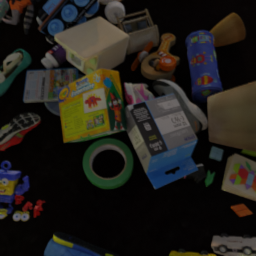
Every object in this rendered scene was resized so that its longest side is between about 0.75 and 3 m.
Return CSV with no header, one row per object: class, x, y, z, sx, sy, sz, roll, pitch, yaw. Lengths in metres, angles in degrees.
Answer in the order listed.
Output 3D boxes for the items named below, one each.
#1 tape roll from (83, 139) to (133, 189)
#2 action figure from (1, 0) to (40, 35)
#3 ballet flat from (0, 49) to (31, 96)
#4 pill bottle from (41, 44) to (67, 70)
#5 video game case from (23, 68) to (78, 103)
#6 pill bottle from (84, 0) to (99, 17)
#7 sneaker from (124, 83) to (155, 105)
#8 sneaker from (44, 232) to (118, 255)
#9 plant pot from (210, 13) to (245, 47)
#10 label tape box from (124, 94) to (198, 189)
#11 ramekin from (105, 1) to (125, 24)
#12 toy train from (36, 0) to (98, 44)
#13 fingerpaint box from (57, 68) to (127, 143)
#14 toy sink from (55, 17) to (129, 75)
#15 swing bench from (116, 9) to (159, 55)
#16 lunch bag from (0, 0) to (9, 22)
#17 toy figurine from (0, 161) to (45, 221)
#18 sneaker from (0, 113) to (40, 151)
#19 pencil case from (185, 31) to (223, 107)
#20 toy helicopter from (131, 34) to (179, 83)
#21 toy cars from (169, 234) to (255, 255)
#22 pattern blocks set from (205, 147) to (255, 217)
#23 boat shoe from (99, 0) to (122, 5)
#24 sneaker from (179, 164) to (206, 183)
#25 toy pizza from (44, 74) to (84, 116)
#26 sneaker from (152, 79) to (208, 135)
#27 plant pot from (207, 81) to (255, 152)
tape roll,-0.667,1.188,9.406,1.672,0.402,1.672,0,65,0
action figure,-4.024,-5.553,11.768,1.549,2.962,2.865,38,100,-15
ballet flat,-4.715,-2.152,10.713,0.805,0.841,2.390,27,68,19
pill bottle,-2.834,-2.835,11.115,0.664,0.664,1.191,41,74,17
video game case,-2.875,-1.606,10.512,1.955,0.174,1.399,-3,63,-1
pill bottle,-2.448,-5.867,12.176,2.414,1.339,1.339,40,71,17
sneaker,0.566,-0.774,10.045,0.988,0.911,2.240,-15,66,-5
sneaker,-1.085,3.947,7.929,2.748,0.906,1.077,18,78,8
plant pot,3.908,-3.865,11.462,1.243,1.158,1.158,-26,67,2
label tape box,1.129,0.349,8.811,1.845,0.851,2.575,-17,71,-27
ramekin,-0.541,-4.835,11.821,0.857,0.857,0.418,-10,47,-5
toy train,-2.412,-4.640,10.929,2.809,1.217,1.605,-44,79,12
fingerpaint box,-1.214,-0.627,9.061,2.275,0.834,1.898,-16,80,40
toy sink,-1.379,-2.885,10.509,1.572,1.351,2.412,37,51,16
swing bench,0.384,-3.935,11.523,1.393,0.908,1.400,-20,66,-11
lunch bag,-6.180,-5.121,12.149,1.586,0.762,1.978,13,66,6
toy figurine,-3.756,1.660,8.315,2.543,1.341,1.523,6,100,3
sneaker,-3.821,0.144,9.686,1.807,0.767,0.696,-33,59,-9
pencil case,2.868,-2.274,10.626,1.123,1.250,2.877,-16,60,30
toy helicopter,1.209,-2.891,11.165,1.767,1.054,2.672,12,54,15
toy cars,2.434,3.661,7.882,2.710,1.215,0.600,-13,97,-14
pattern blocks set,4.006,1.707,9.260,2.842,0.230,2.498,10,65,5
boat shoe,-0.032,-6.420,12.541,2.913,1.010,1.032,-23,79,-9
sneaker,2.100,1.600,9.225,1.069,0.378,0.530,-17,61,-12
toy pizza,-2.214,-1.232,10.591,1.935,0.307,1.935,0,63,1
sneaker,1.691,-0.764,10.042,1.014,0.945,2.558,-36,70,-12
plant pot,3.789,-0.353,9.171,2.265,2.610,2.610,-2,64,16
